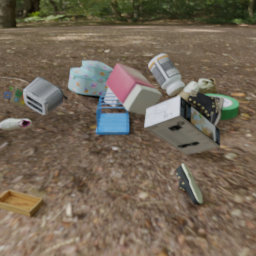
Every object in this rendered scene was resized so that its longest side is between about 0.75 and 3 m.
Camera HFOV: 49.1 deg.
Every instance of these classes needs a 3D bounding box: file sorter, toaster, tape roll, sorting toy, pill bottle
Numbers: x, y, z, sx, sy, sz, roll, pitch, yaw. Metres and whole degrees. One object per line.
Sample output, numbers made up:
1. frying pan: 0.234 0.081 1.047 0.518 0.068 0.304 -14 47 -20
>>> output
1. file sorter: -0.586 -0.585 10.773 1.205 1.066 1.737 -1 26 0
2. toaster: -3.364 -1.213 11.192 1.650 0.937 1.066 31 50 11
3. tape roll: 3.750 -0.949 12.220 1.997 0.480 1.997 0 25 0
4. sorting toy: -4.549 -1.260 11.896 1.342 0.755 0.183 24 10 -21
5. pill bottle: 1.905 -2.578 13.752 1.106 1.106 1.900 -21 75 -37

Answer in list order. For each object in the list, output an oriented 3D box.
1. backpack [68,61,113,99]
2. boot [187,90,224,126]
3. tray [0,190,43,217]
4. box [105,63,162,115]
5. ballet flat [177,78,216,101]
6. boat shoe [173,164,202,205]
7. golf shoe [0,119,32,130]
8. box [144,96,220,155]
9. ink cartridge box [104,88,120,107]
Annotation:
1. backpack: -1.695 -2.290 13.368 2.214 1.697 1.946 -6 29 -27
2. boot: 2.799 -0.654 10.574 1.362 0.662 1.809 22 58 7
3. tray: -2.626 1.809 6.751 1.015 0.188 0.501 10 27 18
4. box: 0.179 -1.427 10.367 1.151 0.981 1.801 8 34 -44
5. ballet flat: 3.321 -1.883 13.666 2.801 0.914 0.988 -23 35 -38
6. boat shoe: 1.535 1.487 7.218 0.402 0.469 1.283 -37 35 14
7. golf shoe: -3.942 -0.148 9.847 1.076 0.405 0.492 -8 1 -25
8. box: 1.598 0.020 8.077 1.218 2.087 0.628 -21 49 41
9. ink cartridge box: -0.362 -1.652 12.525 0.614 1.064 1.457 29 27 15
